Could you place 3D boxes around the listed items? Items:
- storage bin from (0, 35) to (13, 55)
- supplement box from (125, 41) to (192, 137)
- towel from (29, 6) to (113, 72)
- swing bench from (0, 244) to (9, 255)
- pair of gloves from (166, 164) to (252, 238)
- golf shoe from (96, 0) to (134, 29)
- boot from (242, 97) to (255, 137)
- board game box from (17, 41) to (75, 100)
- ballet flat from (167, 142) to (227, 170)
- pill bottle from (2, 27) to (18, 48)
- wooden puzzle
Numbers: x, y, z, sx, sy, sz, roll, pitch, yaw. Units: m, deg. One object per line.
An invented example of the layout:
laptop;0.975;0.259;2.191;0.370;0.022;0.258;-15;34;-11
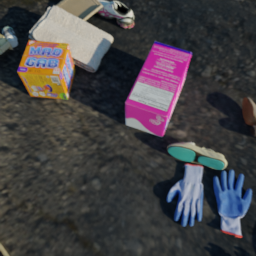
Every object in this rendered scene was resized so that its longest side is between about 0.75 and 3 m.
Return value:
storage bin;-5.671;-3.081;11.039;1.528;0.721;1.539;28;65;13
supplement box;1.036;-1.348;9.696;1.467;1.437;2.839;21;64;11
towel;-2.190;-3.550;11.014;2.903;0.500;1.924;26;64;-3
swing bench;-4.257;3.753;7.077;2.166;1.405;2.155;-42;70;-14
pair of gloves;2.466;2.115;8.530;2.517;0.287;2.024;12;63;5
golf shoe;-0.609;-5.109;11.975;2.098;0.966;0.762;31;67;17
boot;4.774;-0.285;9.684;1.279;0.614;1.749;1;63;-7
board game box;-2.856;-2.054;10.070;1.440;1.441;1.440;5;62;3
ballet flat;2.228;0.829;9.082;1.922;0.668;0.668;20;64;8
pill bottle;-4.848;-3.718;11.512;0.460;0.460;0.813;-24;64;-12
wooden puzzle;-2.231;-5.170;12.184;1.773;0.357;1.916;-40;64;-1
